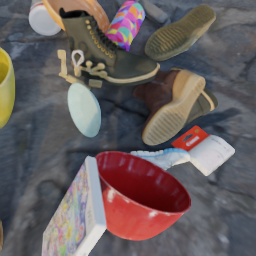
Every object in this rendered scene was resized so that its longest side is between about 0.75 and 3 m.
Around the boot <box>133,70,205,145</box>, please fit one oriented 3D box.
[{"bbox_3d":[0.718,-0.636,7.260,2.263,0.819,1.882,-49,36,-14],"label":"boot"}]

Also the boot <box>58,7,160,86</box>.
[{"bbox_3d":[-0.558,-2.164,7.362,2.657,1.838,1.029,9,49,20],"label":"boot"}]

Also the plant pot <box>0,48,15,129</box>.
[{"bbox_3d":[-3.759,-0.730,6.860,2.266,1.609,2.266,0,52,1],"label":"plant pot"}]

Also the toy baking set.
[{"bbox_3d":[-1.267,-1.538,7.436,1.533,1.177,0.178,22,52,-28],"label":"toy baking set"}]

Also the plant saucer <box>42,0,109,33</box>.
[{"bbox_3d":[-1.760,-3.866,9.328,2.467,0.462,2.467,25,45,-28],"label":"plant saucer"}]

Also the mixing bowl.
[{"bbox_3d":[0.089,1.384,5.355,1.949,1.056,1.949,22,17,-7],"label":"mixing bowl"}]

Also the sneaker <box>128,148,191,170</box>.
[{"bbox_3d":[0.713,0.861,6.391,1.469,0.551,0.637,-7,59,5],"label":"sneaker"}]

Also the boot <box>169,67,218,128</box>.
[{"bbox_3d":[1.396,-0.887,7.638,1.194,0.669,1.726,-34,56,-14],"label":"boot"}]

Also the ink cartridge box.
[{"bbox_3d":[1.804,0.461,6.797,0.958,0.336,1.179,-33,63,-22],"label":"ink cartridge box"}]

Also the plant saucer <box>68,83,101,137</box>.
[{"bbox_3d":[-1.009,-0.450,6.844,0.263,1.367,1.367,-22,54,-35],"label":"plant saucer"}]

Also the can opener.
[{"bbox_3d":[0.487,-4.322,10.378,0.812,0.647,2.427,-46,60,8],"label":"can opener"}]

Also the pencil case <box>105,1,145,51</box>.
[{"bbox_3d":[-0.142,-3.254,9.262,0.987,0.987,2.233,14,55,10],"label":"pencil case"}]

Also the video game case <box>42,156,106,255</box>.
[{"bbox_3d":[-0.987,1.700,4.630,0.187,2.077,1.487,21,25,-24],"label":"video game case"}]

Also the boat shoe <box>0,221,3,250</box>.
[{"bbox_3d":[-3.261,1.360,5.701,0.936,0.935,2.659,-31,57,-17],"label":"boat shoe"}]

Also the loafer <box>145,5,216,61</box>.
[{"bbox_3d":[1.680,-2.885,8.975,2.608,0.879,0.992,-33,75,-8],"label":"loafer"}]

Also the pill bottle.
[{"bbox_3d":[-2.833,-4.227,9.860,1.088,1.088,1.878,-5,53,-3],"label":"pill bottle"}]
